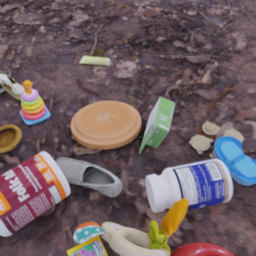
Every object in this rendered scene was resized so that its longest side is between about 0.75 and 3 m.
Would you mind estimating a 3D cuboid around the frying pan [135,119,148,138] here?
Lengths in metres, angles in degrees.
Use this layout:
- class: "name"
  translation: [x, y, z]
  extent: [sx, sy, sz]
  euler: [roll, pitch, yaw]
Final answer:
- class: "frying pan"
  translation: [0.167, 0.166, 10.584]
  extent: [1.697, 0.276, 1.026]
  euler: [-28, 54, -27]

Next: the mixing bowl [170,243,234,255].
- class: "mixing bowl"
  translation: [1.992, 3.876, 6.770]
  extent: [2.548, 1.380, 2.548]
  euler: [1, 49, -1]

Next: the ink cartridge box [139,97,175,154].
- class: "ink cartridge box"
  translation: [1.039, -0.007, 10.016]
  extent: [0.612, 1.072, 2.065]
  euler: [23, 48, -4]

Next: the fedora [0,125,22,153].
- class: "fedora"
  translation: [-4.432, 0.484, 10.226]
  extent: [1.250, 0.510, 1.250]
  euler: [-1, 53, 2]

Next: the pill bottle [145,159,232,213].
- class: "pill bottle"
  translation: [1.792, 1.798, 8.538]
  extent: [2.353, 1.362, 1.362]
  euler: [-9, 50, -7]

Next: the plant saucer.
- class: "plant saucer"
  translation: [-0.839, -0.249, 10.633]
  extent: [2.680, 0.433, 2.680]
  euler: [-1, 41, 1]

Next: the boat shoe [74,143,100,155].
- class: "boat shoe"
  translation: [-1.415, 0.676, 10.131]
  extent: [1.108, 0.398, 0.419]
  euler: [-13, 51, -11]

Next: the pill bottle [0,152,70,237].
- class: "pill bottle"
  translation: [-3.281, 2.058, 8.136]
  extent: [2.822, 1.611, 1.611]
  euler: [-33, 57, -26]

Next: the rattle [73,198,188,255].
- class: "rattle"
  translation: [0.005, 2.449, 7.440]
  extent: [2.619, 1.871, 1.705]
  euler: [20, 14, 18]

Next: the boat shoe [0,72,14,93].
- class: "boat shoe"
  translation: [-5.891, -1.755, 12.037]
  extent: [0.731, 0.658, 2.068]
  euler: [31, 56, 24]

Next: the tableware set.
- class: "tableware set"
  translation: [3.285, 0.483, 10.429]
  extent: [1.567, 0.218, 1.876]
  euler: [31, 57, 24]

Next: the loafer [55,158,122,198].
- class: "loafer"
  translation: [-1.366, 1.474, 9.082]
  extent: [2.512, 0.876, 0.878]
  euler: [15, 58, 17]

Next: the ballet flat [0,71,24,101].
- class: "ballet flat"
  translation: [-4.875, -1.764, 11.723]
  extent: [1.788, 0.632, 0.632]
  euler: [36, 56, 1]

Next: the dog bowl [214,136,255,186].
- class: "dog bowl"
  translation: [3.712, 1.150, 9.571]
  extent: [1.061, 0.472, 1.903]
  euler: [-27, 60, -21]

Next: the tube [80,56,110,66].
- class: "tube"
  translation: [-1.595, -3.228, 13.526]
  extent: [1.438, 0.373, 0.417]
  euler: [9, 12, 14]

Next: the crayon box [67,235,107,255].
- class: "crayon box"
  translation: [-0.882, 3.811, 7.401]
  extent: [0.950, 0.466, 1.600]
  euler: [-21, 53, -17]

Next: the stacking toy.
- class: "stacking toy"
  translation: [-3.728, -1.088, 10.709]
  extent: [1.039, 1.791, 0.983]
  euler: [-25, 54, -23]
